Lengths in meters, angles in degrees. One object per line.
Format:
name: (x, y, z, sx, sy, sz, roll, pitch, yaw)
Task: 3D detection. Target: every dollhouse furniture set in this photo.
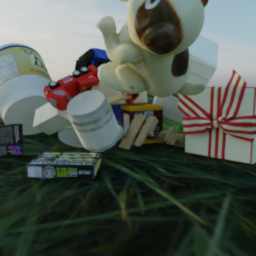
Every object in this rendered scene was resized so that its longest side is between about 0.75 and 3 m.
dollhouse furniture set: (0.734, 0.442, 7.626, 1.274, 1.038, 1.211, 36, -14, -30)

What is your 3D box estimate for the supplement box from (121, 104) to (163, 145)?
supplement box: (0.413, -0.127, 8.508, 1.097, 1.112, 0.738, -4, 11, -22)

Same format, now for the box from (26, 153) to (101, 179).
box: (-1.216, 0.729, 5.549, 1.254, 0.278, 1.004, 0, 8, 1)

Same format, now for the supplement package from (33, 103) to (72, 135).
supplement package: (-1.966, -0.305, 7.475, 1.000, 0.584, 0.586, -22, -37, 32)

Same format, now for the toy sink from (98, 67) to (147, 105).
toy sink: (-0.337, -1.220, 8.438, 1.607, 1.047, 0.900, -5, 3, -32)

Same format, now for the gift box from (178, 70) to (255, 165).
gift box: (2.430, -0.325, 6.927, 1.911, 2.072, 1.934, 0, 8, 43)

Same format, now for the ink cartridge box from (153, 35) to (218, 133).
ink cartridge box: (1.774, -1.460, 9.290, 1.186, 2.824, 2.054, 24, 40, 0)

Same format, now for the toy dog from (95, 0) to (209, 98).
toy dog: (0.501, -1.528, 5.173, 1.707, 2.372, 2.447, -44, -9, -15)

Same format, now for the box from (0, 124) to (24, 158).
box: (-3.005, 0.326, 6.638, 0.196, 0.774, 1.083, 6, 9, 38)

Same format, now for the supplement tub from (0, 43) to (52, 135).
supplement tub: (-3.774, -1.409, 10.080, 2.141, 2.141, 2.965, -5, 48, -33)

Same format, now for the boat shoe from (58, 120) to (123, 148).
boat shoe: (-1.016, 0.122, 7.870, 1.808, 0.652, 0.641, -2, 27, 4)

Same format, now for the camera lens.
camera lens: (-0.723, -0.111, 6.078, 0.913, 1.142, 0.913, -11, 40, 10)

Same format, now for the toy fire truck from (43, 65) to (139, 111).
toy fire truck: (-0.854, -0.868, 6.829, 2.011, 0.490, 1.418, -32, 59, -27)

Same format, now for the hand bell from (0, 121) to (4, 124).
hand bell: (-5.848, -0.296, 12.780, 0.912, 0.475, 0.475, 14, 10, 6)

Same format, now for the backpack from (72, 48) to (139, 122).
backpack: (-0.771, -1.153, 9.992, 2.331, 2.777, 2.257, 6, 1, -18)
